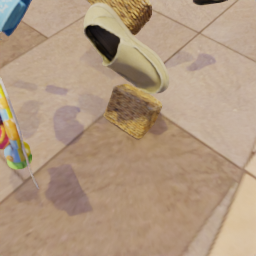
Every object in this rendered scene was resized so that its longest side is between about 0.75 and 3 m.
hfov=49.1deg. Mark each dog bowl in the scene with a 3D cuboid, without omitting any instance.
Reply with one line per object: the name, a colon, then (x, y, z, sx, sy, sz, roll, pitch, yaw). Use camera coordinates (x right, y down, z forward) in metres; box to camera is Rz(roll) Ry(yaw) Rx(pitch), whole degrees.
dog bowl: (-2.401, -2.300, 5.537, 0.423, 0.951, 1.706, 32, 14, -21)

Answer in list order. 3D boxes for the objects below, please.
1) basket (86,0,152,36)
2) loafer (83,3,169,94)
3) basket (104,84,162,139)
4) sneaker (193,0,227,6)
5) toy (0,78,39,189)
basket: (-0.092, -3.903, 8.459, 1.865, 1.390, 1.331, 47, 37, 2)
loafer: (-0.118, -1.717, 6.790, 2.679, 1.014, 0.915, 43, 48, -13)
basket: (0.181, -0.584, 9.004, 1.532, 1.141, 1.093, 32, 29, 20)
sneaker: (2.382, -4.041, 8.183, 1.336, 0.511, 0.765, -18, 99, -22)
toy: (-2.203, -0.070, 4.759, 0.655, 2.773, 1.597, -23, 61, -20)
